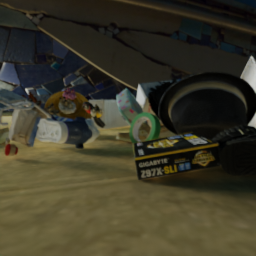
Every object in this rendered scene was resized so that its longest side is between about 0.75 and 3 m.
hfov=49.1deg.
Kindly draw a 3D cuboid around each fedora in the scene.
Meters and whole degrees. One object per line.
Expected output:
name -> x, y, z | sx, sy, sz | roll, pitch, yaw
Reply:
fedora -> 1.911, -0.180, 6.595 | 2.360, 2.360, 1.078 | 0, 43, 3

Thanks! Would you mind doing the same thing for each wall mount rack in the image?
wall mount rack -> -2.282, -0.453, 5.690 | 1.366, 0.509, 1.187 | 25, 26, 29

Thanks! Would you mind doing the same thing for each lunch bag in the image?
lunch bag -> 0.156, -0.660, 11.110 | 0.664, 1.381, 1.722 | -31, 32, 12

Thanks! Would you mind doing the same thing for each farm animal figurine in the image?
farm animal figurine -> -2.465, -0.487, 8.694 | 1.760, 0.885, 1.421 | -3, 39, 4

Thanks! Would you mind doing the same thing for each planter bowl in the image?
planter bowl -> -2.177, -0.699, 10.408 | 1.710, 1.710, 0.712 | 0, 28, -4

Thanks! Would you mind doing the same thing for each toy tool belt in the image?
toy tool belt -> -2.119, 0.117, 5.894 | 0.661, 1.076, 0.672 | 14, 3, -36

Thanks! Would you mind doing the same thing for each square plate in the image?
square plate -> 3.085, -0.633, 6.717 | 0.224, 1.562, 1.577 | -11, -28, -2

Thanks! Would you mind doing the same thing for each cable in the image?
cable -> -1.166, -0.376, 9.409 | 0.762, 0.395, 1.569 | 19, -26, 8

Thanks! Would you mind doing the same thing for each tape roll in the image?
tape roll -> 0.388, 0.055, 6.680 | 0.203, 0.846, 0.846 | 17, -7, -41

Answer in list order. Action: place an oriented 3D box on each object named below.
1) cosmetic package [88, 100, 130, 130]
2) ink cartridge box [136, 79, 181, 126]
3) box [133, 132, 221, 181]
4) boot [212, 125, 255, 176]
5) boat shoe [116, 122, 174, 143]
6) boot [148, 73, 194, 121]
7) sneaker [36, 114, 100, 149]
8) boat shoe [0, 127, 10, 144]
cosmetic package -> -0.684, -0.675, 13.088 | 0.960, 1.318, 2.593 | 3, 5, 31
ink cartridge box -> 1.648, -1.133, 12.677 | 2.474, 1.795, 1.036 | -9, 47, -16
box -> 0.731, 0.429, 4.853 | 1.269, 0.392, 1.589 | -9, 5, 1
boot -> 2.448, 0.350, 4.854 | 1.928, 0.725, 1.441 | 1, 5, 14
boat shoe -> 0.513, 0.120, 8.231 | 1.756, 0.583, 0.650 | -1, 5, -14
boot -> 2.185, -0.785, 11.178 | 2.182, 2.662, 0.985 | -25, -6, -17
sneaker -> -1.617, 0.035, 7.572 | 1.368, 0.753, 1.868 | 1, 9, -42
boat shoe -> -4.074, 0.219, 7.787 | 1.483, 0.467, 0.541 | 0, 5, -3
